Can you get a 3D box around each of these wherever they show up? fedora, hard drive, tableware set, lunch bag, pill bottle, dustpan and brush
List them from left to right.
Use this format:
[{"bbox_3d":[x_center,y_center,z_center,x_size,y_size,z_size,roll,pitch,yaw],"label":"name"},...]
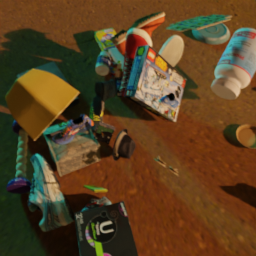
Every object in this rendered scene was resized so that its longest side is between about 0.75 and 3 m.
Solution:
[{"bbox_3d":[-3.253,-1.551,11.319,1.688,0.398,2.419,-26,61,-18],"label":"hard drive"},{"bbox_3d":[-1.971,0.447,9.526,1.530,1.097,1.866,-20,53,-19],"label":"lunch bag"},{"bbox_3d":[-1.068,-2.825,12.143,0.586,0.586,1.057,3,52,2],"label":"pill bottle"},{"bbox_3d":[-0.741,0.164,8.732,0.534,0.764,0.145,21,48,-2],"label":"hard drive"},{"bbox_3d":[-0.072,0.623,9.212,0.540,1.182,1.182,21,57,16],"label":"fedora"},{"bbox_3d":[0.331,-3.202,12.537,2.073,0.593,1.447,-25,61,-9],"label":"dustpan and brush"},{"bbox_3d":[1.133,1.086,8.139,0.808,0.534,0.162,34,89,-4],"label":"tableware set"},{"bbox_3d":[4.193,-2.404,10.737,1.365,1.365,2.509,26,80,18],"label":"pill bottle"}]

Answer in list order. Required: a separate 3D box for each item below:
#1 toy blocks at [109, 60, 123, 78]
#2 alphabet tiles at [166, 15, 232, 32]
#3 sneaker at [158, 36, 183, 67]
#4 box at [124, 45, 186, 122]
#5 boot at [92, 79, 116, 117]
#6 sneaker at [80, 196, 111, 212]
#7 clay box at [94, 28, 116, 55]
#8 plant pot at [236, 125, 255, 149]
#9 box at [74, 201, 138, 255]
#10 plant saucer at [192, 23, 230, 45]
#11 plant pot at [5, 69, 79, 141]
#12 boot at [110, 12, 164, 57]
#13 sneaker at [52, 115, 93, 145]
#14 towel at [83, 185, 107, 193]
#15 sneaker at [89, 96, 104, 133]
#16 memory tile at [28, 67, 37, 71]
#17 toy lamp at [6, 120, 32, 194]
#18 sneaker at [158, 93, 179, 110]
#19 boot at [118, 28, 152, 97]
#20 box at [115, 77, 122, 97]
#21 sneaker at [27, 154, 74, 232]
[{"bbox_3d":[-0.556,-2.388,11.608,0.396,0.792,0.541,25,23,28],"label":"toy blocks"},{"bbox_3d":[2.522,-3.775,10.042,2.105,0.067,1.751,-21,30,-16],"label":"alphabet tiles"},{"bbox_3d":[1.212,-2.501,10.646,0.896,2.390,1.010,10,37,-27],"label":"sneaker"},{"bbox_3d":[1.021,-1.419,9.638,0.512,2.567,1.757,8,78,41],"label":"box"},{"bbox_3d":[-0.764,-1.026,9.652,0.437,1.253,0.825,28,28,32],"label":"boot"},{"bbox_3d":[-1.094,2.462,8.556,1.160,0.460,0.554,-16,43,-19],"label":"sneaker"},{"bbox_3d":[-0.956,-4.145,13.219,0.954,0.395,1.660,-19,57,-13],"label":"clay box"},{"bbox_3d":[4.448,0.336,10.183,1.049,0.144,1.049,0,54,0],"label":"plant pot"},{"bbox_3d":[-0.540,3.218,7.476,1.436,1.202,1.934,-12,55,-9],"label":"box"},{"bbox_3d":[4.097,-4.776,13.771,1.831,0.251,1.831,0,55,0],"label":"plant saucer"},{"bbox_3d":[-2.244,-0.702,6.983,1.260,1.232,1.224,42,36,-11],"label":"plant pot"},{"bbox_3d":[0.595,-3.728,11.410,2.374,1.273,0.891,-33,27,3],"label":"boot"},{"bbox_3d":[-1.779,0.011,8.725,1.361,0.534,0.513,-35,49,-13],"label":"sneaker"},{"bbox_3d":[-0.960,1.749,8.056,0.403,0.935,0.084,8,84,-29],"label":"towel"},{"bbox_3d":[-1.228,-0.530,10.474,0.589,0.669,1.582,-2,55,-1],"label":"sneaker"},{"bbox_3d":[-3.996,-2.265,12.077,0.706,0.077,0.921,-24,58,-16],"label":"memory tile"},{"bbox_3d":[-3.582,0.704,9.533,0.869,0.869,2.984,-6,57,-4],"label":"toy lamp"},{"bbox_3d":[1.214,-0.748,7.814,0.883,0.394,0.347,1,52,-54],"label":"sneaker"},{"bbox_3d":[0.141,-2.137,10.019,0.922,2.545,1.836,17,71,7],"label":"boot"},{"bbox_3d":[0.013,-1.712,11.465,1.044,0.411,0.736,-5,53,-6],"label":"box"},{"bbox_3d":[-2.644,1.918,8.553,1.111,0.999,2.573,-26,58,-14],"label":"sneaker"}]
